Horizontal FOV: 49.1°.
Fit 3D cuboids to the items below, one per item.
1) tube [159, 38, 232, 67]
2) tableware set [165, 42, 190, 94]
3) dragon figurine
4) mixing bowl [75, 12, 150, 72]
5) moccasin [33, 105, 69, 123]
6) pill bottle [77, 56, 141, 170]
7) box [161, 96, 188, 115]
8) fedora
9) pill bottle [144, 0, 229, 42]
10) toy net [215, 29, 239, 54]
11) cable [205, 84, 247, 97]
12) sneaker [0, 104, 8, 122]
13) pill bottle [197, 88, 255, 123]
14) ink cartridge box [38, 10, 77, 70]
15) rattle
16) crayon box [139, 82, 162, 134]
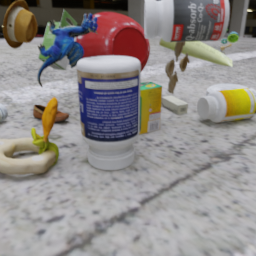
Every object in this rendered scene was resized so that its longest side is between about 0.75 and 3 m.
[{"bbox_3d":[2.298,-2.607,9.388,2.515,0.730,0.653,23,-17,6],"label":"tube"},{"bbox_3d":[1.397,-1.758,8.008,0.173,1.488,1.243,19,-16,28],"label":"tableware set"},{"bbox_3d":[-1.670,-2.064,7.427,1.173,2.359,0.694,27,0,21],"label":"dragon figurine"},{"bbox_3d":[-0.288,-2.712,9.672,2.755,2.755,1.492,-13,14,-27],"label":"mixing bowl"},{"bbox_3d":[-3.064,-0.621,11.075,1.705,0.658,0.624,15,27,32],"label":"moccasin"},{"bbox_3d":[-0.495,-0.422,7.736,1.678,2.900,1.678,0,21,0],"label":"pill bottle"},{"bbox_3d":[2.009,-1.006,12.243,0.550,0.457,1.338,-9,24,-21],"label":"box"},{"bbox_3d":[-3.506,-3.396,9.403,0.657,1.612,1.612,19,26,5],"label":"fedora"},{"bbox_3d":[1.386,-2.718,6.973,1.939,1.123,1.123,-2,23,1],"label":"pill bottle"},{"bbox_3d":[3.313,-2.918,9.813,0.664,1.266,0.244,17,61,-3],"label":"toy net"},{"bbox_3d":[4.672,-1.416,12.817,2.174,0.753,2.174,-8,24,-17],"label":"cable"},{"bbox_3d":[-6.142,-0.747,10.872,2.839,1.037,1.005,8,19,17],"label":"sneaker"},{"bbox_3d":[3.892,-0.881,10.949,2.237,1.222,1.222,-7,24,-17],"label":"pill bottle"},{"bbox_3d":[-2.788,-3.506,11.251,0.626,2.111,1.096,10,-7,22],"label":"ink cartridge box"},{"bbox_3d":[-3.372,0.200,7.634,2.792,1.994,1.818,10,38,9],"label":"rattle"},{"bbox_3d":[-0.182,-0.551,9.622,2.801,1.664,0.816,-13,27,-28],"label":"crayon box"}]
